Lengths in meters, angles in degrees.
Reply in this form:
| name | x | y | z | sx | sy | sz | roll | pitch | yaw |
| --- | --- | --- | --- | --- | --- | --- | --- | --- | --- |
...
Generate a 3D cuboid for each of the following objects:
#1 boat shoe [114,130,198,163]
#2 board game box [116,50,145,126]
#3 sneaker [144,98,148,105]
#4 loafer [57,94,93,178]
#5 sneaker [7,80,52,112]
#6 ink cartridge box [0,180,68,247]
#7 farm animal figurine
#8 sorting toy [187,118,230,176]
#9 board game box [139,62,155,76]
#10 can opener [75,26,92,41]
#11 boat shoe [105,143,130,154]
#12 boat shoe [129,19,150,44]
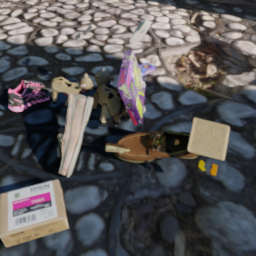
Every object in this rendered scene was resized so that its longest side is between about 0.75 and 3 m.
| name | x | y | z | sx | sy | sz | roll | pitch | yaw |
| --- | --- | --- | --- | --- | --- | --- | --- | --- | --- |
| boat shoe | 1.020 | 0.500 | 9.196 | 2.989 | 1.016 | 1.075 | -4 | 72 | -4 |
| board game box | 0.174 | -1.500 | 9.894 | 0.435 | 1.615 | 2.692 | -10 | 35 | 13 |
| sneaker | 0.651 | -1.202 | 11.950 | 0.468 | 0.323 | 0.841 | 25 | 25 | 5 |
| loafer | -1.901 | 0.188 | 9.177 | 0.877 | 1.002 | 2.788 | 17 | 71 | -9 |
| sneaker | -4.064 | -1.579 | 11.831 | 0.897 | 1.083 | 2.270 | 28 | 47 | 31 |
| ink cartridge box | -2.594 | 2.294 | 7.704 | 1.663 | 0.625 | 1.370 | -14 | 44 | -14 |
| farm animal figurine | -1.088 | -1.332 | 10.335 | 2.931 | 1.545 | 2.964 | 40 | 34 | 26 |
| sorting toy | 2.277 | 0.550 | 8.111 | 1.136 | 0.204 | 1.525 | 15 | 76 | 0 |
| board game box | 0.797 | -2.928 | 14.022 | 0.958 | 0.215 | 0.644 | -29 | 48 | -29 |
| can opener | -1.812 | -3.882 | 11.437 | 0.826 | 0.274 | 0.217 | -42 | 22 | 5 |
| boat shoe | -0.342 | 0.678 | 8.923 | 0.789 | 0.247 | 0.289 | 10 | 19 | 5 |
| boat shoe | 0.376 | -3.332 | 9.655 | 0.353 | 0.980 | 0.336 | 19 | 43 | -26 |
